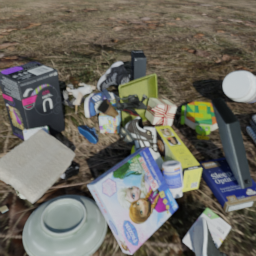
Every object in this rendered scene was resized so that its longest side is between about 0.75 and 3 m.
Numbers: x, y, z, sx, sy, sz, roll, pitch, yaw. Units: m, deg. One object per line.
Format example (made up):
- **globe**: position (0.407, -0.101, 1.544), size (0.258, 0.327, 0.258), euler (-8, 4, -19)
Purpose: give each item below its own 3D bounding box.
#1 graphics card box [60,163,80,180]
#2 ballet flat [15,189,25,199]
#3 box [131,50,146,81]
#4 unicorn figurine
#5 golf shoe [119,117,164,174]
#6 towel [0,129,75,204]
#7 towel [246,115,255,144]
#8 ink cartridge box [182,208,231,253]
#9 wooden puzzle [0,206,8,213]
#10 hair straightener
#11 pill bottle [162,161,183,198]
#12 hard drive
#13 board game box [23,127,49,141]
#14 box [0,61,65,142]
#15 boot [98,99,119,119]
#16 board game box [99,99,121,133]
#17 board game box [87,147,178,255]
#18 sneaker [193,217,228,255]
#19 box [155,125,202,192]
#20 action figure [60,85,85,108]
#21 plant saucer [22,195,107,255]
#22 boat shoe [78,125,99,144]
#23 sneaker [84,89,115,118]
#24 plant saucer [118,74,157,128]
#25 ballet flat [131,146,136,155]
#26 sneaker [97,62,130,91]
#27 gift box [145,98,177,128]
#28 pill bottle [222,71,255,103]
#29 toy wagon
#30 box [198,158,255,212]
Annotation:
- **graphics card box**: position (-2.406, 1.397, 10.036), size (1.161, 0.295, 0.729), euler (23, 20, 24)
- **ballet flat**: position (-3.490, 2.165, 9.260), size (0.312, 0.312, 0.899), euler (-26, 37, -33)
- **box**: position (0.572, -3.269, 15.861), size (0.737, 1.868, 1.318), euler (-2, 34, -4)
- **unicorn figurine**: position (-2.377, -1.687, 13.706), size (1.296, 0.697, 1.887), euler (23, 56, 40)
- **golf shoe**: position (0.739, 0.587, 10.265), size (2.384, 1.127, 0.927), euler (48, 14, 19)
- **towel**: position (-2.920, 1.111, 8.967), size (1.679, 0.437, 2.533), euler (36, 33, 2)
- **towel**: position (6.414, 0.205, 11.431), size (2.467, 1.056, 2.043), euler (-1, 33, -1)
- **ink cartridge box**: position (2.085, 2.989, 7.656), size (0.833, 0.479, 1.423), euler (38, 47, 22)
- **wooden puzzle**: position (-4.527, 2.742, 8.500), size (1.675, 0.118, 0.993), euler (-10, 35, -15)
- **hair straightener**: position (0.211, -1.060, 11.188), size (0.568, 1.069, 2.778), euler (50, 14, 19)
- **pill bottle**: position (1.449, 1.665, 9.014), size (0.620, 1.106, 0.620), euler (-8, 11, 2)
- **hard drive**: position (3.335, 0.449, 9.045), size (0.413, 2.511, 1.753), euler (-18, 27, 10)
- **board game box**: position (-3.432, 0.625, 10.690), size (0.937, 1.224, 0.247), euler (-9, -4, -8)
- **box**: position (-3.873, -0.989, 11.509), size (1.541, 2.905, 1.776), euler (25, 40, 32)
- **boot**: position (-0.847, -0.780, 11.919), size (0.623, 0.608, 1.652), euler (34, 8, -24)
- **board game box**: position (-0.783, -0.572, 12.742), size (0.856, 0.871, 1.662), euler (0, 33, 3)
- **board game box**: position (0.228, 1.973, 7.966), size (2.144, 2.149, 0.442), euler (-32, 7, -36)
- **sneaker**: position (2.066, 2.966, 6.837), size (0.738, 0.526, 1.489), euler (7, 63, -14)
- **box**: position (1.704, 1.027, 10.287), size (0.675, 1.014, 2.695), euler (-9, 34, -15)
- **action figure**: position (-3.004, -1.548, 14.091), size (2.044, 1.043, 1.215), euler (-2, 26, 1)
- **plant saucer**: position (-1.834, 2.725, 8.098), size (2.425, 0.609, 2.425), euler (0, 34, 0)
- **boat shoe**: position (-1.627, 0.177, 11.898), size (0.485, 0.595, 1.414), euler (-27, 44, -29)
- **sneaker**: position (-1.201, -1.175, 13.657), size (1.533, 0.843, 2.093), euler (-1, 28, 7)
- **plant saucer**: position (0.392, -1.241, 12.569), size (2.080, 2.083, 0.499), euler (-24, 33, -30)
- **ballet flat**: position (0.441, 0.700, 11.168), size (0.519, 0.521, 1.554), euler (10, 35, 6)
- **sneaker**: position (-0.761, -2.430, 14.975), size (1.207, 2.120, 0.800), euler (54, 33, 13)
- **gift box**: position (1.382, -0.659, 12.517), size (1.190, 1.098, 1.111), euler (-1, 24, -21)
- **pill bottle**: position (5.538, -1.950, 13.488), size (1.455, 1.455, 2.557), euler (25, 16, 33)
- **toy wagon**: position (3.429, -0.388, 12.799), size (2.000, 0.510, 2.578), euler (6, 34, 9)
- **box**: position (3.423, 1.767, 9.731), size (1.453, 0.389, 2.398), euler (-8, 34, -12)
